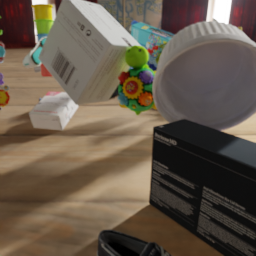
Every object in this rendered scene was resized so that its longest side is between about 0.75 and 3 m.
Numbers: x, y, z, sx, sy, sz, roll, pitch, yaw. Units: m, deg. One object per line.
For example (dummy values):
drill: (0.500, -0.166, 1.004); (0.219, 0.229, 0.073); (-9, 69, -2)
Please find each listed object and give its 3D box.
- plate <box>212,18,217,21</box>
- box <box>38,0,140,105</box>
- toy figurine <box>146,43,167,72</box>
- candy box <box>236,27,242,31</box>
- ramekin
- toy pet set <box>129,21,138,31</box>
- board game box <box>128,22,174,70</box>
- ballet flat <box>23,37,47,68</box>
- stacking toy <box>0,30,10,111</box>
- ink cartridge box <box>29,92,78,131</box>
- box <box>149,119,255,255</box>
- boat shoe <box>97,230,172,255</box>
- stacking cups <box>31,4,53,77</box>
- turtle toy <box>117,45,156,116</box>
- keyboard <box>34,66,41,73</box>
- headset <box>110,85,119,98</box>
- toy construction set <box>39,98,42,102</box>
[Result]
plate: (2.828, -2.165, 8.427); (0.278, 1.721, 1.718); (-9, 45, 2)
box: (-1.240, -2.303, 8.667); (2.282, 2.294, 1.499); (49, 34, 18)
toy figurine: (1.015, -1.950, 9.491); (2.113, 1.266, 1.115); (-10, 43, 39)
candy box: (4.076, -3.189, 11.862); (1.236, 2.119, 0.598); (13, 54, 27)
ramekin: (1.905, -1.254, 6.757); (2.616, 2.616, 1.373); (1, 44, 4)
toy pet set: (0.491, -4.215, 11.967); (0.768, 0.437, 0.822); (31, 19, 8)
board game box: (1.105, -2.539, 10.052); (2.334, 1.762, 0.548); (31, 47, 27)
ballet flat: (-3.168, -2.720, 10.054); (0.702, 0.702, 2.021); (4, 38, 11)
stacking toy: (-4.014, -1.861, 8.520); (0.636, 2.709, 2.042); (1, -4, -30)
ink cartridge box: (-3.108, -0.754, 11.862); (1.357, 0.767, 1.852); (5, 37, 12)
box: (1.789, 1.181, 5.688); (1.124, 2.011, 2.850); (-17, 27, -36)
boat shoe: (0.380, 2.272, 4.655); (2.111, 0.716, 0.757); (13, 25, 31)
stacking cups: (-3.373, -3.518, 11.440); (0.845, 2.792, 0.845); (-2, 11, 0)
turtle toy: (0.268, -1.310, 7.862); (1.402, 1.924, 0.973); (2, 2, 25)
keyboard: (-3.476, -2.896, 12.280); (2.457, 0.691, 0.131); (2, 23, 40)
headset: (-1.025, -2.498, 16.520); (1.418, 1.079, 2.297); (10, 34, 22)
toy construction set: (-3.818, -1.123, 13.573); (1.035, 0.727, 1.579); (7, 17, -17)
